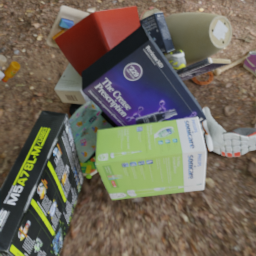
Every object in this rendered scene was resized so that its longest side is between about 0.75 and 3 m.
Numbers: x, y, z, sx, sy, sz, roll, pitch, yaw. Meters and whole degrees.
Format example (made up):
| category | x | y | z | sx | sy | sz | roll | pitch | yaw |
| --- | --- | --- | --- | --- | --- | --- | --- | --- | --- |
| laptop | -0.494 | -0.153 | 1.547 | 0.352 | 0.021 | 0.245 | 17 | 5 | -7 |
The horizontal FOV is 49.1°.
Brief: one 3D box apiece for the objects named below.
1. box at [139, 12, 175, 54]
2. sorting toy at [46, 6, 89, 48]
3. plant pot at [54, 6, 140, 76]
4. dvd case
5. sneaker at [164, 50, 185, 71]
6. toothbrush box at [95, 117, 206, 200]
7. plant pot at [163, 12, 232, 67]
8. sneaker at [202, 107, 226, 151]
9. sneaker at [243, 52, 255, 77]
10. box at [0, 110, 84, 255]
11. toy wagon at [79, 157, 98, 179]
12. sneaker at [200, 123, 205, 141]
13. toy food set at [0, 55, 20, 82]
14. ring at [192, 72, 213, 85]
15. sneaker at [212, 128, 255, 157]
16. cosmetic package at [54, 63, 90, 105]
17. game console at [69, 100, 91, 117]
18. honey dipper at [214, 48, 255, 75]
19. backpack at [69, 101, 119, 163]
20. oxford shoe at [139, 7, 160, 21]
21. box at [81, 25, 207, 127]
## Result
| category | x | y | z | sx | sy | sz | roll | pitch | yaw |
| --- | --- | --- | --- | --- | --- | --- | --- | --- | --- |
| box | 0.911 | -3.344 | 10.314 | 1.051 | 1.417 | 0.758 | -13 | 15 | 36 |
| sorting toy | -1.638 | -3.186 | 9.443 | 1.903 | 1.407 | 0.280 | -1 | 48 | -42 |
| plant pot | -0.673 | -2.370 | 8.508 | 1.944 | 1.715 | 1.946 | -11 | 16 | 44 |
| dvd case | 2.276 | -1.981 | 9.778 | 1.975 | 0.212 | 2.656 | -16 | 2 | 35 |
| sneaker | 1.376 | -2.289 | 10.705 | 0.811 | 0.822 | 2.152 | -19 | 6 | -22 |
| toothbrush box | 0.562 | 0.792 | 6.631 | 2.341 | 1.704 | 1.008 | -7 | 49 | 8 |
| plant pot | 2.656 | -3.485 | 10.758 | 2.226 | 2.226 | 2.377 | -27 | 19 | -22 |
| sneaker | 2.365 | 0.004 | 7.744 | 0.576 | 0.474 | 1.252 | -10 | 74 | 13 |
| sneaker | 5.519 | -2.576 | 11.533 | 0.570 | 0.897 | 1.574 | -29 | 56 | -26 |
| box | -1.819 | 1.626 | 6.183 | 0.707 | 2.974 | 2.872 | 10 | 53 | 8 |
| toy wagon | -1.210 | 1.187 | 8.615 | 1.000 | 0.198 | 0.776 | 3 | 46 | 3 |
| sneaker | 2.399 | -0.049 | 9.617 | 0.584 | 0.526 | 1.354 | -1 | 40 | 15 |
| toy food set | -4.483 | -1.770 | 8.983 | 0.922 | 0.869 | 1.932 | 47 | 29 | -9 |
| ring | 3.048 | -2.121 | 11.478 | 0.877 | 0.084 | 0.877 | -4 | 59 | 6 |
| sneaker | 3.604 | 0.390 | 9.148 | 2.117 | 0.816 | 0.867 | -3 | 21 | -3 |
| cosmetic package | -1.640 | -1.772 | 9.835 | 1.060 | 0.762 | 1.878 | 6 | 58 | 18 |
| game console | -0.451 | -1.208 | 10.082 | 2.994 | 0.465 | 2.648 | 5 | 57 | 18 |
| honey dipper | 4.708 | -2.810 | 12.088 | 2.555 | 0.485 | 0.485 | -27 | 54 | -17 |
| backpack | -1.142 | 0.092 | 8.308 | 1.361 | 1.776 | 1.561 | 35 | 6 | -13 |
| oxford shoe | 1.166 | -5.683 | 14.456 | 0.726 | 0.683 | 1.940 | 25 | 54 | 15 |
| box | 0.421 | -0.780 | 6.835 | 1.856 | 2.629 | 1.037 | -36 | 34 | 15 |
